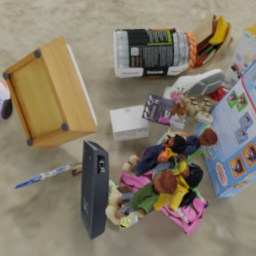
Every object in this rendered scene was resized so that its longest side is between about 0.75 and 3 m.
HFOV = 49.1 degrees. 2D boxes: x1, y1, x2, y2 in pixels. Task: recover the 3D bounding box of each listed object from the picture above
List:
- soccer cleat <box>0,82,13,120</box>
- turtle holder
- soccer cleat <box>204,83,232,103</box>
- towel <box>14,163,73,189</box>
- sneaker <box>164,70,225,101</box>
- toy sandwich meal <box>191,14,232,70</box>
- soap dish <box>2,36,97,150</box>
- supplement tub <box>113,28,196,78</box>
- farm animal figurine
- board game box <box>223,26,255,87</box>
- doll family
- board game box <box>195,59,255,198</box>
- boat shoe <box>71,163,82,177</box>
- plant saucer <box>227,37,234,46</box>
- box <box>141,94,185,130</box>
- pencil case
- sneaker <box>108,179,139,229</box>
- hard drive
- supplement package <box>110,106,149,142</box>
[{"bbox_3d":[-3.912,-0.841,8.696,0.570,0.531,1.558,-8,52,-4],"label":"soccer cleat"},{"bbox_3d":[1.221,0.724,7.421,0.958,1.349,1.025,40,36,25],"label":"turtle holder"},{"bbox_3d":[3.238,-0.700,8.439,0.942,0.759,2.211,-23,62,-37],"label":"soccer cleat"},{"bbox_3d":[-2.039,1.171,6.838,1.216,0.893,0.145,-18,85,-51],"label":"towel"},{"bbox_3d":[1.876,-1.296,8.385,2.000,0.703,0.801,-25,48,29],"label":"sneaker"},{"bbox_3d":[2.523,-2.782,9.039,0.673,1.965,1.965,31,56,-17],"label":"toy sandwich meal"},{"bbox_3d":[-2.081,-0.777,7.268,1.030,1.995,2.536,-23,94,-58],"label":"soap dish"},{"bbox_3d":[0.804,-2.431,9.100,2.523,1.546,1.546,-3,56,-4],"label":"supplement tub"},{"bbox_3d":[1.518,-0.467,6.955,1.148,0.605,1.161,14,35,10],"label":"farm animal figurine"},{"bbox_3d":[3.666,-1.610,8.227,0.427,2.120,1.622,-18,59,-15],"label":"board game box"},{"bbox_3d":[0.821,0.788,5.559,1.171,1.725,2.984,43,33,-15],"label":"doll family"},{"bbox_3d":[2.722,0.132,6.668,0.511,2.792,2.112,4,54,-20],"label":"board game box"},{"bbox_3d":[-1.014,1.081,7.549,1.054,0.380,0.379,-12,87,-20],"label":"boat shoe"},{"bbox_3d":[3.182,-3.281,10.315,1.338,0.197,1.338,2,38,-2],"label":"plant saucer"},{"bbox_3d":[1.056,-0.434,7.775,1.118,0.738,0.641,12,8,-34],"label":"box"},{"bbox_3d":[0.758,1.555,6.717,2.215,1.005,1.037,31,20,21],"label":"pencil case"},{"bbox_3d":[-0.345,1.812,6.871,0.543,0.536,1.421,-33,63,-24],"label":"sneaker"},{"bbox_3d":[-0.782,1.316,6.321,0.412,1.314,1.948,1,97,-20],"label":"hard drive"},{"bbox_3d":[0.029,-0.124,8.174,1.006,0.558,0.784,-9,56,-5],"label":"supplement package"}]
